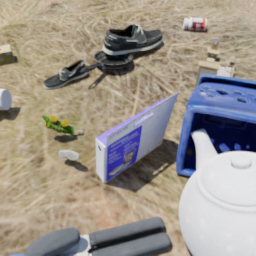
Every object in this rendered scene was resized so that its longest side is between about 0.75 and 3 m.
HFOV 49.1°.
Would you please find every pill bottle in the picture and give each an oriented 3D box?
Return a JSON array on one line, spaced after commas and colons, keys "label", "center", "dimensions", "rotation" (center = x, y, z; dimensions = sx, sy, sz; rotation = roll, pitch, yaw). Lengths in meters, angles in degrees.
[{"label": "pill bottle", "center": [3.117, -4.839, 13.064], "dimensions": [1.007, 0.552, 0.552], "rotation": [4, 47, 4]}, {"label": "pill bottle", "center": [-4.637, -0.887, 8.968], "dimensions": [1.602, 0.890, 0.890], "rotation": [-1, 46, 8]}]

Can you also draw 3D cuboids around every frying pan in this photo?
[{"label": "frying pan", "center": [-0.688, -2.432, 10.646], "dimensions": [1.542, 0.415, 2.550], "rotation": [7, 37, 8]}]

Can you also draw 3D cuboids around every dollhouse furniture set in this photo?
[{"label": "dollhouse furniture set", "center": [3.375, -2.403, 10.416], "dimensions": [1.225, 1.046, 2.363], "rotation": [16, 48, 15]}]

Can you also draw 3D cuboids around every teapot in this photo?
[{"label": "teapot", "center": [2.304, 1.459, 5.536], "dimensions": [2.873, 2.098, 2.836], "rotation": [6, 34, 30]}]

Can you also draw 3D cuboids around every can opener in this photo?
[{"label": "can opener", "center": [-0.561, 2.433, 5.858], "dimensions": [2.955, 0.988, 0.788], "rotation": [-11, 47, -10]}]

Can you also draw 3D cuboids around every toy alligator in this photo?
[{"label": "toy alligator", "center": [-1.910, 0.015, 8.216], "dimensions": [1.356, 0.450, 0.326], "rotation": [23, 46, -28]}]

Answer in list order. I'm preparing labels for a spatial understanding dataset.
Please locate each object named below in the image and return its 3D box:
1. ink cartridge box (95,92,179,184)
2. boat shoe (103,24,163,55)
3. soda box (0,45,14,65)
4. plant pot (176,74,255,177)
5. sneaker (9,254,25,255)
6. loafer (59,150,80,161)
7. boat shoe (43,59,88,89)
[{"label": "ink cartridge box", "center": [0.177, 0.178, 7.123], "dimensions": [2.226, 2.247, 0.488], "rotation": [-31, 63, -27]}, {"label": "boat shoe", "center": [0.314, -3.725, 11.469], "dimensions": [2.856, 0.966, 1.026], "rotation": [-19, 46, -28]}, {"label": "soda box", "center": [-5.464, -2.801, 11.146], "dimensions": [1.662, 0.532, 0.563], "rotation": [-16, 49, -15]}, {"label": "plant pot", "center": [2.651, -0.047, 7.348], "dimensions": [2.373, 2.374, 2.134], "rotation": [11, 42, 11]}, {"label": "sneaker", "center": [-3.055, 2.841, 5.661], "dimensions": [2.025, 0.749, 0.833], "rotation": [-12, 46, -12]}, {"label": "loafer", "center": [-1.551, 0.718, 7.549], "dimensions": [0.755, 0.264, 0.263], "rotation": [9, 12, 36]}, {"label": "boat shoe", "center": [-2.353, -1.987, 10.314], "dimensions": [1.734, 0.586, 0.623], "rotation": [-27, 51, -13]}]
